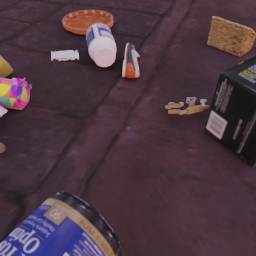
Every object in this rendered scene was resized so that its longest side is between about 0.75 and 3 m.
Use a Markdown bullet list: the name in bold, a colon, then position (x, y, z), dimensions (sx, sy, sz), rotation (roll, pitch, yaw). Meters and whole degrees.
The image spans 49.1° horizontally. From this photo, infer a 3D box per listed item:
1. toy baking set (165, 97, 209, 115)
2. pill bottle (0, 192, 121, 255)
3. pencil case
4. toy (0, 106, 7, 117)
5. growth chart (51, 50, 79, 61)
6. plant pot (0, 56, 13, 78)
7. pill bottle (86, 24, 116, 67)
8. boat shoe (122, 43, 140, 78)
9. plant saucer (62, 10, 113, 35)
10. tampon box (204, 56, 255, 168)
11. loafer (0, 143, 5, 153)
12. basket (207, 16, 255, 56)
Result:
- **toy baking set**: position (1.852, -0.714, 8.522), dimensions (1.555, 0.181, 1.194), rotation (-11, 24, -13)
- **pill bottle**: position (-1.581, 2.549, 4.204), dimensions (1.664, 1.664, 2.975), rotation (25, 48, 25)
- **pencil case**: position (-4.228, -1.213, 8.787), dimensions (2.296, 1.015, 1.015), rotation (7, 43, 8)
- **toy**: position (-4.375, -0.033, 7.909), dimensions (1.029, 0.422, 1.787), rotation (28, 55, 22)
- **growth chart**: position (-2.536, -2.901, 11.225), dimensions (1.156, 0.102, 0.836), rotation (-4, 44, -4)
- **plant pot**: position (-4.848, -2.093, 9.617), dimensions (1.388, 1.388, 0.985), rotation (30, 74, 28)
- **pill bottle**: position (-1.023, -3.162, 10.800), dimensions (1.056, 1.056, 1.901), rotation (-7, 43, -8)
- **boat shoe**: position (0.144, -2.509, 10.387), dimensions (0.600, 0.682, 1.916), rotation (3, 45, 1)
- **plant saucer**: position (-1.882, -4.989, 13.274), dimensions (2.378, 0.384, 2.378), rotation (0, 42, 0)
- **tampon box**: position (3.756, -0.698, 7.379), dimensions (2.760, 2.068, 1.742), rotation (-26, 51, -26)
- **loafer**: position (-3.711, 0.624, 7.257), dimensions (0.982, 0.331, 0.373), rotation (-32, 52, -30)
- **basket**: position (4.316, -3.915, 11.472), dimensions (1.203, 1.255, 1.685), rotation (-34, 51, -31)
